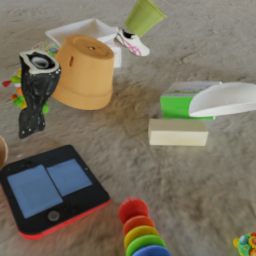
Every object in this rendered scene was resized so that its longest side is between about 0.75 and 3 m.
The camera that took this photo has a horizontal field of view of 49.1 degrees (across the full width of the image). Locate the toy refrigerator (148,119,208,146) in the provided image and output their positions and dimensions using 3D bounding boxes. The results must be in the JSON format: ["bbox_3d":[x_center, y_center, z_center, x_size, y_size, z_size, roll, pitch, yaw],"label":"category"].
[{"bbox_3d":[1.638,0.173,9.416,1.854,0.649,0.704,1,36,-3],"label":"toy refrigerator"}]

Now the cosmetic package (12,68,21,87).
[{"bbox_3d":[-3.639,-2.457,12.710,2.434,0.629,1.835,7,37,8],"label":"cosmetic package"}]

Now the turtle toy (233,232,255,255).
[{"bbox_3d":[2.946,2.670,6.380,0.984,0.497,0.717,-14,41,-17],"label":"turtle toy"}]

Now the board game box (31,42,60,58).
[{"bbox_3d":[-3.747,-3.628,13.966,1.745,0.899,0.915,12,40,15],"label":"board game box"}]

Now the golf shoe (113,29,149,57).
[{"bbox_3d":[0.168,-2.399,7.984,1.132,0.521,0.411,18,54,-26],"label":"golf shoe"}]

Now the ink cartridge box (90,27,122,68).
[{"bbox_3d":[-1.406,-4.178,14.447,1.999,1.164,2.744,-3,37,-4],"label":"ink cartridge box"}]

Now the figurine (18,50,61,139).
[{"bbox_3d":[-2.769,-0.403,6.380,1.012,2.294,2.351,41,43,22],"label":"figurine"}]

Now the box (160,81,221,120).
[{"bbox_3d":[2.336,-1.050,10.243,1.860,0.899,1.641,3,27,26],"label":"box"}]

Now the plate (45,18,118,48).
[{"bbox_3d":[-2.264,-4.439,13.519,2.820,0.456,2.814,-24,43,-20],"label":"plate"}]

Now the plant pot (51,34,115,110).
[{"bbox_3d":[-1.716,-2.287,10.791,2.744,1.921,2.744,17,35,-12],"label":"plant pot"}]

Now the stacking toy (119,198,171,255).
[{"bbox_3d":[0.334,2.615,6.069,1.158,1.158,2.713,-10,35,-12],"label":"stacking toy"}]

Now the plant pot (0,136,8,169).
[{"bbox_3d":[-4.417,0.757,8.379,1.516,1.516,0.700,-18,1,-22],"label":"plant pot"}]

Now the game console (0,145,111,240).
[{"bbox_3d":[-2.130,1.595,7.805,2.394,0.420,2.707,-22,44,-25],"label":"game console"}]

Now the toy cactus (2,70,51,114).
[{"bbox_3d":[-3.656,-1.619,11.054,2.121,1.314,2.570,-37,49,-24],"label":"toy cactus"}]

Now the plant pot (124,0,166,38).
[{"bbox_3d":[0.565,-4.391,11.148,1.409,1.338,1.409,37,25,-20],"label":"plant pot"}]

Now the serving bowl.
[{"bbox_3d":[2.145,-0.638,6.085,1.665,0.548,1.665,-5,-4,0],"label":"serving bowl"}]
